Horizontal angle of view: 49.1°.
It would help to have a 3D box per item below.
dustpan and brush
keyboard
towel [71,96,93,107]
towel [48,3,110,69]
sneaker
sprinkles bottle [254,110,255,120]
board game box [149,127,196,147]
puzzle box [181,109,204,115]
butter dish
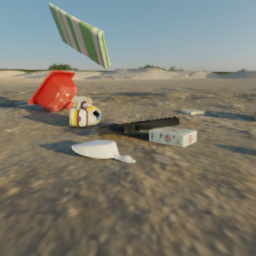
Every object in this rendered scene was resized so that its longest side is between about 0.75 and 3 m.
[{"bbox_3d":[-0.377,0.465,5.333,1.202,0.344,0.839,0,7,36],"label":"dustpan and brush"},{"bbox_3d":[0.243,-0.053,6.924,2.001,0.257,1.201,-8,3,4],"label":"keyboard"},{"bbox_3d":[-3.055,-1.402,14.341,2.268,0.391,1.503,8,13,37],"label":"towel"},{"bbox_3d":[-1.799,-3.444,10.617,2.553,0.299,1.947,35,-19,21],"label":"towel"},{"bbox_3d":[-1.249,-0.417,8.834,0.864,0.719,1.917,5,19,2],"label":"sneaker"},{"bbox_3d":[4.845,-0.501,9.570,1.420,0.485,0.485,-10,15,-40],"label":"sprinkles bottle"},{"bbox_3d":[1.048,0.193,6.594,0.903,0.290,0.667,7,14,38],"label":"board game box"},{"bbox_3d":[2.581,-0.644,11.255,0.566,0.108,0.851,-4,12,-16],"label":"puzzle box"},{"bbox_3d":[-2.846,-1.323,11.700,1.385,1.869,1.874,47,20,8],"label":"butter dish"}]
